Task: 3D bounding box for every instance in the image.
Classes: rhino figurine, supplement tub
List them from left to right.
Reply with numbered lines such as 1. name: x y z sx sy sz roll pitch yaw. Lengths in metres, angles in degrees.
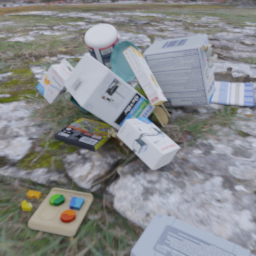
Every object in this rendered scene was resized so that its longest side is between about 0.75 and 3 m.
1. supplement tub: -1.024 -3.420 12.519 1.407 2.005 1.407 -5 56 7
2. rhino figurine: 4.803 -2.367 13.752 2.715 0.812 1.187 10 53 14

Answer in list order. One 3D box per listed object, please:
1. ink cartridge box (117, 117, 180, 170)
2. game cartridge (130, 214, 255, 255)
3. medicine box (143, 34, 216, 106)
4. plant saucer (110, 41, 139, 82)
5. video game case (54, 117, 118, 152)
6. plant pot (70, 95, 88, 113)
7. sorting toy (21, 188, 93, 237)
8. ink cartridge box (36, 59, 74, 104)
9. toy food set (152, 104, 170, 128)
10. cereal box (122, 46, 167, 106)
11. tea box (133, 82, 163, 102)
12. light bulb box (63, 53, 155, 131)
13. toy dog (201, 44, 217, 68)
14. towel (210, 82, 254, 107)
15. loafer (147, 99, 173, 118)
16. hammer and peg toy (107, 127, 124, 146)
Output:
1. ink cartridge box: 0.606 0.416 8.370 1.539 0.661 1.127 42 27 23
2. game cartridge: 1.265 2.674 5.596 2.242 0.454 1.495 17 31 27
3. medicine box: 2.128 -2.218 11.350 2.282 2.506 1.290 1 37 31
4. plant saucer: -0.038 -2.685 11.376 1.638 1.638 0.294 25 25 36
5. video game case: -1.468 0.175 10.048 1.726 0.220 1.560 15 34 25
6. plant pot: -1.526 -1.414 11.733 0.964 0.964 1.364 37 31 17
7. sorting toy: -1.890 1.968 6.952 1.742 0.233 1.298 7 31 11
8. ink cartridge box: -2.810 -1.844 11.069 0.925 1.607 0.545 47 26 4
9. toy food set: 1.200 -0.469 10.553 0.244 0.839 1.215 -30 8 29
10. cereal box: 0.620 -1.728 9.648 0.403 2.039 1.467 -30 -2 16
11. tea box: 0.755 -1.469 10.998 0.577 0.863 0.849 -35 0 -27
12. light bulb box: -0.683 -1.137 9.722 2.293 1.431 2.273 34 7 -37
13. toy dog: 2.900 -2.576 9.806 0.564 0.855 0.412 -44 21 -28
14. towel: 4.549 -1.582 12.660 2.134 0.254 1.567 8 46 16
15. loafer: 0.967 -0.672 11.092 1.884 0.593 0.677 -16 -10 -22
16. hammer and peg toy: -0.351 0.310 9.211 0.692 0.332 0.941 32 5 -10
